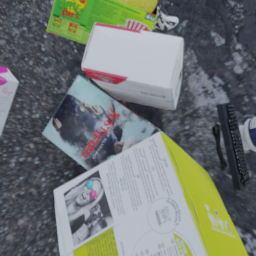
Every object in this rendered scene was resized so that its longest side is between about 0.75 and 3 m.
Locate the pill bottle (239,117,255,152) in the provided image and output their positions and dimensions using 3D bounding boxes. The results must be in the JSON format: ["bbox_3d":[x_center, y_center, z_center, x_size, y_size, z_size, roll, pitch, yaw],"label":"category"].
[{"bbox_3d":[3.386,0.107,6.789,0.871,1.570,0.871,14,67,-36],"label":"pill bottle"}]

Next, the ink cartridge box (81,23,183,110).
[{"bbox_3d":[0.304,-1.423,7.324,2.108,2.856,1.223,13,88,11],"label":"ink cartridge box"}]

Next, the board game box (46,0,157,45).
[{"bbox_3d":[-0.756,-3.069,8.156,2.849,0.678,1.447,14,112,-19],"label":"board game box"}]

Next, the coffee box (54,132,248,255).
[{"bbox_3d":[0.569,2.327,5.812,2.809,2.836,2.840,-31,52,19],"label":"coffee box"}]

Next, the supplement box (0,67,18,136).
[{"bbox_3d":[-3.545,-0.644,7.016,0.893,0.874,1.728,44,115,38],"label":"supplement box"}]

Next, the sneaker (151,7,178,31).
[{"bbox_3d":[1.330,-4.295,10.898,1.371,0.892,0.547,-2,71,-1],"label":"sneaker"}]

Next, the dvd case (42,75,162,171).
[{"bbox_3d":[-0.784,0.136,7.633,2.811,0.309,2.052,36,98,13],"label":"dvd case"}]

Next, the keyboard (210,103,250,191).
[{"bbox_3d":[2.388,0.428,6.485,1.286,0.208,2.024,-11,88,-42],"label":"keyboard"}]

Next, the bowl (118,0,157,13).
[{"bbox_3d":[-0.262,-5.188,10.625,2.551,1.373,2.551,-8,63,15],"label":"bowl"}]
